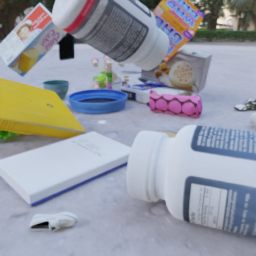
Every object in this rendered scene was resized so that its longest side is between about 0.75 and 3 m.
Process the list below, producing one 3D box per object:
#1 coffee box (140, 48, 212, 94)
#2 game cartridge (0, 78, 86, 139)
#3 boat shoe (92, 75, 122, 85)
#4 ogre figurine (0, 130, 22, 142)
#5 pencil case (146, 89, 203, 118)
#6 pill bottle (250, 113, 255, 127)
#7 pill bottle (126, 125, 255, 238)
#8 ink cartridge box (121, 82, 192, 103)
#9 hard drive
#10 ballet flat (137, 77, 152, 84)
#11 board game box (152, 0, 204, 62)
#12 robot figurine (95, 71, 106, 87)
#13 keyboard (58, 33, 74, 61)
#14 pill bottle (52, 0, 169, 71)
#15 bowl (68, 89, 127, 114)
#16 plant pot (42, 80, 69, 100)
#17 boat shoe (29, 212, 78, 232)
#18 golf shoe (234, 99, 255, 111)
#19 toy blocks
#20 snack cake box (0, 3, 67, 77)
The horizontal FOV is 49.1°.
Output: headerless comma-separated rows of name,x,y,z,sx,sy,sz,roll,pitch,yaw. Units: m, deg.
coffee box,2.128,-2.781,12.743,2.853,1.631,1.137,20,31,23
game cartridge,-2.962,-0.604,8.162,2.872,0.466,2.532,10,27,-45
boat shoe,-1.197,-2.859,16.360,1.892,0.587,0.681,-12,24,-29
ogre figurine,-3.760,-0.278,8.735,0.925,1.131,1.886,-1,22,-14
pencil case,1.807,-0.966,10.773,2.073,0.971,0.941,8,40,22
pill bottle,4.580,-0.187,9.318,0.537,0.537,0.968,-11,24,-27
pill bottle,1.540,0.845,4.881,2.881,1.723,1.723,8,22,20
ink cartridge box,1.532,-1.679,13.258,2.696,0.641,2.728,18,24,41
hard drive,-1.475,0.819,6.883,2.837,0.360,1.871,-18,27,-40
ballet flat,0.906,-2.322,13.733,1.118,0.356,0.377,-16,31,-38
board game box,1.474,-3.628,9.903,1.506,1.507,1.506,38,52,-10
robot figurine,-1.287,-2.719,15.620,1.115,0.978,0.645,-27,32,4
keyboard,-2.163,-3.696,10.702,1.342,2.112,0.218,0,1,34
pill bottle,-0.276,-2.332,6.371,2.557,1.415,1.415,23,4,-36
bowl,-1.281,-1.150,11.958,2.505,0.492,2.505,0,21,0
plant pot,-3.335,-1.732,13.061,1.203,0.806,1.203,0,20,0
boat shoe,-1.285,1.642,4.826,0.824,0.296,0.271,1,27,2
golf shoe,4.826,-0.955,11.445,1.054,0.498,0.410,-5,22,-8
toy blocks,-0.974,-2.951,14.839,1.884,1.761,1.586,-5,30,-7
snack cake box,-3.487,-3.155,10.083,1.342,2.334,0.784,50,5,35
